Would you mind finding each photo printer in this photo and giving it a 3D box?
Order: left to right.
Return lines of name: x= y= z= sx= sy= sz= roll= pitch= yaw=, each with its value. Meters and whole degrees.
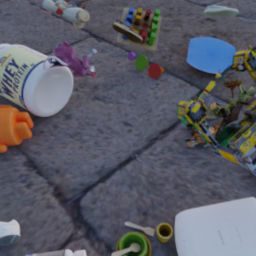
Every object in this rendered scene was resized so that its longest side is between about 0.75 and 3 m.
photo printer: x=2.288 y=2.743 z=6.711 sx=2.251 sy=0.782 sz=1.873 roll=-11 pitch=47 yaw=1

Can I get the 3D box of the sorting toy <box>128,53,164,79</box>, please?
sorting toy: x=0.892 y=-2.930 z=12.903 sx=2.056 sy=0.713 sz=0.708 roll=39 pitch=33 yaw=30

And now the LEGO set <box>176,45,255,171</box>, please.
LEGO set: x=2.752 y=-0.477 z=6.407 sx=2.937 sy=2.259 sz=1.702 roll=-34 pitch=15 yaw=-7

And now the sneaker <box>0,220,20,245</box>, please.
sneaker: x=-3.494 y=2.748 z=7.149 sx=1.417 sy=0.498 sz=0.568 roll=-6 pitch=36 yaw=-15

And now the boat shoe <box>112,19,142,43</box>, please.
boat shoe: x=0.026 y=-3.148 z=9.038 sx=1.072 sy=0.387 sz=0.386 roll=29 pitch=70 yaw=0

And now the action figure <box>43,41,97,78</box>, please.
action figure: x=-1.717 y=-2.097 z=9.058 sx=1.593 sy=1.067 sz=1.186 roll=32 pitch=37 yaw=-3

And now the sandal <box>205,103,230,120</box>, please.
sandal: x=3.428 y=-0.727 z=10.659 sx=1.599 sy=0.432 sz=0.642 roll=-12 pitch=46 yaw=-12

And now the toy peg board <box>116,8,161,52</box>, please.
toy peg board: x=0.456 y=-3.663 z=9.979 sx=1.435 sy=0.705 sz=1.441 roll=13 pitch=75 yaw=-6

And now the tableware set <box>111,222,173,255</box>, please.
tableware set: x=0.424 y=3.485 z=6.379 sx=1.911 sy=0.435 sz=2.837 roll=12 pitch=45 yaw=12

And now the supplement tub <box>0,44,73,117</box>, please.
supplement tub: x=-3.817 y=-1.887 z=10.639 sx=2.942 sy=2.133 sz=2.133 roll=26 pitch=50 yaw=26

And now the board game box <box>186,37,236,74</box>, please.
board game box: x=3.881 y=-3.255 z=13.204 sx=2.206 sy=0.544 sz=2.792 roll=12 pitch=51 yaw=6

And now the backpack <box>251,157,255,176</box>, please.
backpack: x=4.177 y=1.223 z=8.527 sx=0.945 sy=0.636 sz=0.863 roll=-31 pitch=52 yaw=-28

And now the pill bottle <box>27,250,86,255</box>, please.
pill bottle: x=-1.652 y=3.235 z=6.371 sx=1.393 sy=0.793 sz=0.793 roll=-6 pitch=45 yaw=-5

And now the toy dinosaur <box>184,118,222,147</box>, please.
toy dinosaur: x=2.606 y=0.106 z=9.762 sx=1.663 sy=0.850 sz=1.129 roll=-12 pitch=58 yaw=-38

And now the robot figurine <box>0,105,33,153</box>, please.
robot figurine: x=-4.385 y=0.004 z=9.317 sx=2.222 sy=1.598 sz=1.296 roll=-4 pitch=2 yaw=-2

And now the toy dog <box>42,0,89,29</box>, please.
toy dog: x=-1.630 y=-3.317 z=7.754 sx=0.852 sy=1.292 sz=0.622 roll=2 pitch=77 yaw=37

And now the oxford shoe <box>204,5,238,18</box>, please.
oxford shoe: x=3.529 y=-4.459 z=10.644 sx=1.253 sy=0.471 sz=0.362 roll=7 pitch=72 yaw=14
